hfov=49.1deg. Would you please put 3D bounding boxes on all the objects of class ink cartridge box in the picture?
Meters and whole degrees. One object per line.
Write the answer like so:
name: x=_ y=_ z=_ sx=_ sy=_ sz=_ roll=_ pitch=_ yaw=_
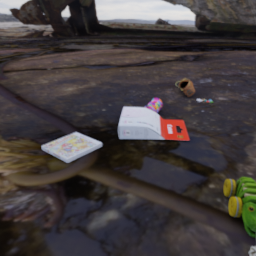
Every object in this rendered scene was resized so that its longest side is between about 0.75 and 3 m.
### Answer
ink cartridge box: x=0.999 y=-0.214 z=11.218 sx=2.625 sy=0.749 sz=2.133 roll=-2 pitch=23 yaw=5

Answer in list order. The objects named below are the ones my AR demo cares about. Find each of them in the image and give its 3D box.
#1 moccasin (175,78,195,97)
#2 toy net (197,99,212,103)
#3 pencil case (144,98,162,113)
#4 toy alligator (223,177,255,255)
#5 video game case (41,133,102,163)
moccasin: x=3.220 y=-2.409 z=15.949 sx=0.766 sy=0.809 sz=2.095 roll=-39 pitch=18 yaw=24
toy net: x=3.944 y=-1.353 z=14.445 sx=0.813 sy=0.157 sz=0.426 roll=3 pitch=26 yaw=11
pencil case: x=1.113 y=-0.921 z=12.885 sx=0.638 sy=0.638 sz=1.444 roll=10 pitch=24 yaw=21
toy alligator: x=2.861 y=1.829 z=6.413 sx=0.935 sy=0.678 sz=2.821 roll=5 pitch=25 yaw=6
video game case: x=-1.961 y=0.641 z=9.807 sx=1.426 sy=0.179 sz=1.566 roll=19 pitch=30 yaw=37
